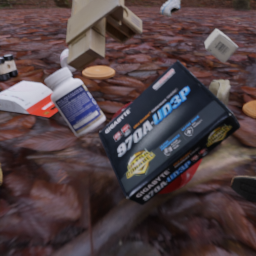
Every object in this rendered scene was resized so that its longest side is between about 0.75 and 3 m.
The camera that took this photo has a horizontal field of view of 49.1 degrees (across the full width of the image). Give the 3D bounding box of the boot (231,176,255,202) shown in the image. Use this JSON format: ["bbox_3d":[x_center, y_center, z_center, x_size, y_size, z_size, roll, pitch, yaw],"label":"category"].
[{"bbox_3d":[3.030,1.222,6.466,1.448,0.561,1.002,15,25,1],"label":"boot"}]

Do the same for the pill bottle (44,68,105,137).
[{"bbox_3d":[-1.142,-0.549,5.921,0.755,1.360,0.755,-31,11,7],"label":"pill bottle"}]

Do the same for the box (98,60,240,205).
[{"bbox_3d":[0.517,0.037,4.447,1.907,0.439,1.516,-42,45,13],"label":"box"}]

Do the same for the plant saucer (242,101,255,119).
[{"bbox_3d":[4.890,-0.670,10.127,1.381,0.258,1.381,-1,29,0],"label":"plant saucer"}]

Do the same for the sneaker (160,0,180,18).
[{"bbox_3d":[1.677,-4.360,9.801,0.522,1.204,0.451,40,7,26],"label":"sneaker"}]

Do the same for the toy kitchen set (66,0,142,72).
[{"bbox_3d":[-0.288,-3.127,9.026,2.231,2.735,2.467,-21,-31,38],"label":"toy kitchen set"}]

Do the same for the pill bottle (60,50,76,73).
[{"bbox_3d":[-3.099,-3.575,14.763,0.910,0.910,1.605,-6,29,-11],"label":"pill bottle"}]

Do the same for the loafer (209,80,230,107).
[{"bbox_3d":[3.516,-1.367,10.886,0.767,0.850,2.247,7,20,16],"label":"loafer"}]

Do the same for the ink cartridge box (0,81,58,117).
[{"bbox_3d":[-3.588,-1.155,10.731,2.323,0.663,1.888,5,28,18],"label":"ink cartridge box"}]

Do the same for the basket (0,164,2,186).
[{"bbox_3d":[-3.657,0.761,6.620,1.053,1.099,1.475,-23,35,-35],"label":"basket"}]

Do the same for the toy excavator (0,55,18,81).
[{"bbox_3d":[-6.423,-3.065,13.944,2.003,1.001,1.948,1,26,21],"label":"toy excavator"}]

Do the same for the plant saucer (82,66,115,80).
[{"bbox_3d":[-1.478,-2.800,14.035,1.622,0.262,1.622,1,28,0],"label":"plant saucer"}]

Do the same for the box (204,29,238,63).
[{"bbox_3d":[3.430,-3.113,10.496,0.872,0.725,2.122,36,27,-5],"label":"box"}]

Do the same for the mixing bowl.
[{"bbox_3d":[0.622,0.597,6.078,2.301,2.301,1.246,3,44,6],"label":"mixing bowl"}]
